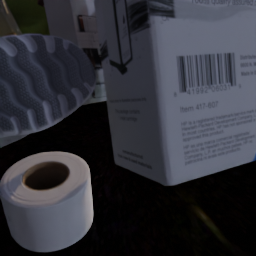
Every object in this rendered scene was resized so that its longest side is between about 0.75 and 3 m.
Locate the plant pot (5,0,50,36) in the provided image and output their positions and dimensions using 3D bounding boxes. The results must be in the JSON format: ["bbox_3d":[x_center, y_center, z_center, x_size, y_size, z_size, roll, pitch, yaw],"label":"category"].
[{"bbox_3d":[-2.676,-3.281,7.392,2.300,2.422,2.422,-7,30,-13],"label":"plant pot"}]

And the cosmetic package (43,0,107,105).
[{"bbox_3d":[-0.739,-1.859,4.920,0.719,2.840,1.172,-5,8,38],"label":"cosmetic package"}]

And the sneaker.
[{"bbox_3d":[-1.414,-0.173,2.667,2.318,0.866,0.951,-28,8,-17],"label":"sneaker"}]

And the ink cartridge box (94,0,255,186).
[{"bbox_3d":[0.824,-1.109,3.080,2.113,2.895,1.220,-9,7,-25],"label":"ink cartridge box"}]

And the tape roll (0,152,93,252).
[{"bbox_3d":[-1.225,1.097,4.399,1.324,0.909,1.324,1,29,0],"label":"tape roll"}]

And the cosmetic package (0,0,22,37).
[{"bbox_3d":[-2.984,-1.893,5.644,1.461,0.987,2.777,-19,-4,-8],"label":"cosmetic package"}]

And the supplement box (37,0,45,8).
[{"bbox_3d":[-1.000,-2.696,5.781,1.475,0.814,0.632,16,-13,-30],"label":"supplement box"}]
